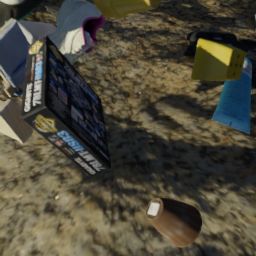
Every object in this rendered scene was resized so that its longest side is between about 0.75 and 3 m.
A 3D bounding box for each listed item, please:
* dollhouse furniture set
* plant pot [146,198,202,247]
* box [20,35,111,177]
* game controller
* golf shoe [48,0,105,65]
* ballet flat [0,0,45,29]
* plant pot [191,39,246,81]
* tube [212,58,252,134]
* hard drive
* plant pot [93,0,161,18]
[{"bbox_3d":[-2.264,-1.244,5.532,1.463,2.117,2.243,20,61,19],"label":"dollhouse furniture set"},{"bbox_3d":[0.688,1.487,4.659,0.778,0.728,0.728,35,43,-28],"label":"plant pot"},{"bbox_3d":[-0.965,-0.349,4.686,0.447,1.798,1.785,-26,47,12],"label":"box"},{"bbox_3d":[2.804,-2.632,8.684,2.036,0.429,1.062,-9,52,-31],"label":"game controller"},{"bbox_3d":[-1.513,-2.101,7.238,1.153,2.520,0.949,31,12,18],"label":"golf shoe"},{"bbox_3d":[-2.080,-3.196,6.133,2.626,0.898,0.893,-33,70,-7],"label":"ballet flat"},{"bbox_3d":[2.037,-1.430,6.167,0.880,0.879,0.776,-5,20,-38],"label":"plant pot"},{"bbox_3d":[2.713,-0.881,7.014,0.892,0.581,2.305,18,53,9],"label":"tube"},{"bbox_3d":[-2.438,-2.728,8.402,1.183,0.239,1.794,43,25,3],"label":"hard drive"},{"bbox_3d":[0.068,-3.736,7.445,1.488,1.582,1.582,14,50,24],"label":"plant pot"}]
